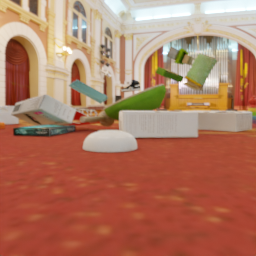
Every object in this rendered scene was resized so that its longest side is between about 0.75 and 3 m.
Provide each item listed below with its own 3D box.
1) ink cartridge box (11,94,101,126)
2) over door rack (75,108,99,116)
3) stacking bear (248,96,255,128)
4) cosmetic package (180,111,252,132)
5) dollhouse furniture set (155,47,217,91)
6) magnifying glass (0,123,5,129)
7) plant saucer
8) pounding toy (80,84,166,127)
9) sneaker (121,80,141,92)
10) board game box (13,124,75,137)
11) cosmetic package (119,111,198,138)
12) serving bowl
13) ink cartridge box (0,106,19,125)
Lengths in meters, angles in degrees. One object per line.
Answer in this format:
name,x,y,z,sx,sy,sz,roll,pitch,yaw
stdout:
ink cartridge box,-2.759,-0.342,10.572,2.391,0.600,2.755,29,-21,-36
over door rack,-1.565,-0.402,12.121,1.027,0.463,1.390,10,-15,34
stacking bear,5.388,-0.694,11.840,0.813,1.339,0.761,-2,4,-24
cosmetic package,3.158,-0.305,10.846,1.162,0.713,2.816,-2,4,-40
dollhouse furniture set,1.924,-2.088,9.525,0.904,1.179,1.800,14,16,-30
magnifying glass,-6.059,-0.034,10.460,2.644,0.296,1.052,-5,6,-31
plant saucer,-1.428,-1.325,10.046,1.433,0.136,0.501,29,41,15
pounding toy,0.139,-0.347,9.657,2.871,1.332,2.216,-22,2,17
sneaker,0.087,-1.838,12.181,0.896,0.501,0.328,-8,-2,-19
board game box,-2.586,0.062,8.912,1.202,0.250,1.777,1,4,13
cosmetic package,0.820,-0.120,7.954,2.071,0.767,1.053,-2,4,-8
serving bowl,-0.361,0.240,5.661,1.099,0.361,1.099,1,3,0
ink cartridge box,-6.837,-0.663,14.152,2.211,0.947,1.632,6,7,39
